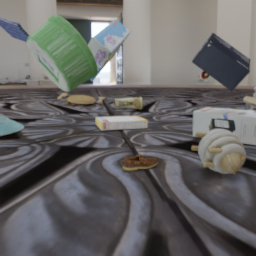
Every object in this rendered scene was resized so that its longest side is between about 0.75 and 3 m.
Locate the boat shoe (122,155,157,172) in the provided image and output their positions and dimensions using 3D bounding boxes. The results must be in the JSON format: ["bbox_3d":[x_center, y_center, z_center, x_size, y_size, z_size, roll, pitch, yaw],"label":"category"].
[{"bbox_3d":[0.260,0.697,5.757,0.797,0.269,0.287,-5,12,-26],"label":"boat shoe"}]

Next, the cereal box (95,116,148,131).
[{"bbox_3d":[-0.269,-0.192,10.127,1.673,0.331,1.203,-3,11,-15],"label":"cereal box"}]

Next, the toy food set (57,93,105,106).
[{"bbox_3d":[-2.877,-1.610,17.270,2.718,0.545,1.876,6,18,0],"label":"toy food set"}]

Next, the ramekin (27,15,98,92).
[{"bbox_3d":[-1.969,-2.073,8.218,1.027,2.103,2.103,-42,27,-17],"label":"ramekin"}]

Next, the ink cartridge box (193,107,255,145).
[{"bbox_3d":[3.108,-0.108,8.453,1.941,0.804,1.414,8,13,34],"label":"ink cartridge box"}]

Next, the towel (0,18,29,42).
[{"bbox_3d":[-3.323,-2.872,8.229,0.886,0.146,1.224,20,-7,6],"label":"towel"}]

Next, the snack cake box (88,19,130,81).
[{"bbox_3d":[-1.037,-3.458,12.213,0.966,1.654,2.876,37,38,-9],"label":"snack cake box"}]

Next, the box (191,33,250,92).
[{"bbox_3d":[2.640,-1.888,7.891,1.393,0.725,1.269,37,34,3],"label":"box"}]

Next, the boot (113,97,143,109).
[{"bbox_3d":[-0.020,-1.322,15.141,1.368,0.637,1.769,-2,6,-15],"label":"boot"}]

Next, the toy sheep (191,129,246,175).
[{"bbox_3d":[1.799,0.428,5.559,0.928,0.928,1.345,-2,32,-9],"label":"toy sheep"}]

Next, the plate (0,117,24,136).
[{"bbox_3d":[-5.078,-0.069,9.432,2.928,0.374,2.928,-1,12,0],"label":"plate"}]

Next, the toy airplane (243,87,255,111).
[{"bbox_3d":[5.521,-0.871,11.436,1.666,1.176,1.659,37,36,13],"label":"toy airplane"}]

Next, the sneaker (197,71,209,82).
[{"bbox_3d":[3.213,-2.266,11.572,1.069,0.416,0.439,-36,-1,-32],"label":"sneaker"}]
